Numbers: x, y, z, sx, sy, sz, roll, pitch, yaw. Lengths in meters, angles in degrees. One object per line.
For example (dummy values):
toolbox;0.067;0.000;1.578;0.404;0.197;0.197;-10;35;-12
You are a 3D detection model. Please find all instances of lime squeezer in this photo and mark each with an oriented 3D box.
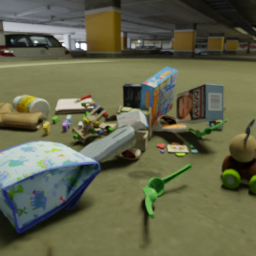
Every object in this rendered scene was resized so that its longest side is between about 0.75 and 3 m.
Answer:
lime squeezer;3.260;0.102;11.807;1.881;0.355;0.664;-17;13;47
lime squeezer;0.806;1.661;7.193;0.967;0.517;2.739;-3;14;30

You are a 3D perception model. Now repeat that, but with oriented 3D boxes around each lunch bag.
lunch bag;-2.217;1.201;7.201;2.386;1.521;2.029;-27;31;-35

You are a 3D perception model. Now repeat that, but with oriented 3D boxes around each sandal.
sandal;1.730;-0.227;11.992;0.878;0.657;2.292;-11;4;-22

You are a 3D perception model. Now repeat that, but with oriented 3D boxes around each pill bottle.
pill bottle;-5.081;-1.080;14.477;1.978;1.115;1.115;16;24;38

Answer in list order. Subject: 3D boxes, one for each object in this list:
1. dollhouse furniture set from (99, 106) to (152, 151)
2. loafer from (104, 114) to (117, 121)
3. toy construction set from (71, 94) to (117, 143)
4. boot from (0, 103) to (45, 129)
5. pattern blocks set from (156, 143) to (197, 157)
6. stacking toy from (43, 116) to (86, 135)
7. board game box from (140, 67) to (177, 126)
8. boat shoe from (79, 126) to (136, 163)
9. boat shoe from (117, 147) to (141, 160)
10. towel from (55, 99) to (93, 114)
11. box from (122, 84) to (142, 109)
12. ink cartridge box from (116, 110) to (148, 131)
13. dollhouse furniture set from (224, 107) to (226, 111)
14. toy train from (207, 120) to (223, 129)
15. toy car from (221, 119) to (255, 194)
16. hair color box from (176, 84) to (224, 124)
dollhouse furniture set;-0.260;-0.092;11.317;2.252;1.252;1.992;3;20;11
loafer;-0.755;-0.551;14.155;0.919;0.326;0.335;-7;20;-21
toy construction set;-1.687;-0.284;11.180;1.399;1.820;1.518;-29;1;-34
boot;-5.205;-0.544;13.527;2.444;0.808;2.140;0;32;5
pattern blocks set;1.848;0.798;10.539;1.362;0.110;1.197;-3;19;-10
stacking toy;-2.827;-0.254;13.006;1.682;0.524;2.231;0;18;-1
board game box;1.379;-1.392;12.753;0.595;2.130;2.086;25;43;27
boat shoe;-0.687;0.758;9.333;2.217;0.688;0.798;-29;34;-6
boat shoe;-0.176;0.840;9.892;1.215;0.448;0.420;9;15;21
towel;-3.082;-1.268;16.237;2.092;0.353;2.190;-2;19;-9
box;0.426;-1.800;16.152;1.415;1.392;0.831;3;19;8
ink cartridge box;0.139;-0.243;10.142;0.855;0.492;1.477;-15;-12;12
dollhouse furniture set;3.897;-0.977;14.624;1.666;1.167;1.174;21;14;-13
toy train;4.097;-0.272;13.135;0.701;0.524;1.230;13;21;9
toy car;3.535;0.703;8.138;1.444;1.830;1.503;9;21;25
hair color box;2.818;-0.893;11.353;0.792;1.293;2.611;2;-3;-13
